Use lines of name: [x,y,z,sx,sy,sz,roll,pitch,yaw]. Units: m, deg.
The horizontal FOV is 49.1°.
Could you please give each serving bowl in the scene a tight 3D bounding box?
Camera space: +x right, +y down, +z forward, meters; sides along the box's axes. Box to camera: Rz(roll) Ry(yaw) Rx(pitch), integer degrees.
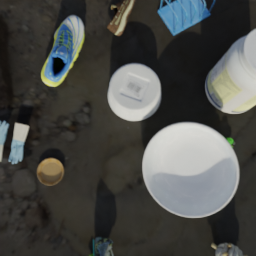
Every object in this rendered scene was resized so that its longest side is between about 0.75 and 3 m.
serving bowl: [1.884,1.197,8.523,2.803,0.922,2.803,2,96,23]

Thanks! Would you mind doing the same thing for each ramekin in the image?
ramekin: [0.214,-1.212,9.265,1.840,0.897,1.840,0,79,0]

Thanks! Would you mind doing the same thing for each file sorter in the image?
file sorter: [2.026,-4.270,9.811,1.588,0.974,1.102,-30,80,-5]

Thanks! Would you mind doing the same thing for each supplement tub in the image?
supplement tub: [3.588,-1.616,8.422,1.825,2.517,1.825,2,74,-6]

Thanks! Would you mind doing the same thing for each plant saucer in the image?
plant saucer: [-2.519,1.436,9.132,0.866,0.153,0.866,0,78,1]

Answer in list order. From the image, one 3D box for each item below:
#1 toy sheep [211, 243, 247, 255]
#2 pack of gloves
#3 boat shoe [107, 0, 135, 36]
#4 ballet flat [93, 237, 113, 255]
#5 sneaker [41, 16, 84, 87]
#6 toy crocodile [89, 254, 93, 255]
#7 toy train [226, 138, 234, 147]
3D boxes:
toy sheep: [3.034,3.840,8.370,1.184,0.816,0.816,38,81,16]
pack of gloves: [-3.946,0.478,9.324,1.146,0.269,1.364,12,90,3]
boat shoe: [-0.264,-4.183,9.872,0.655,0.654,1.770,22,79,-21]
ballet flat: [-0.705,4.161,7.944,0.768,0.768,2.070,-1,54,0]
sneaker: [-2.012,-2.576,9.214,0.980,1.359,2.587,21,86,-24]
toy crocodile: [-0.841,4.277,8.538,1.008,0.311,0.340,37,122,6]
toy train: [2.534,0.411,9.233,1.896,0.396,0.535,14,90,3]
